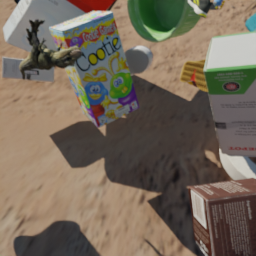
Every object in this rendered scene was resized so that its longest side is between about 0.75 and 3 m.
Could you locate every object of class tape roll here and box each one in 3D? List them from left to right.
[{"bbox_3d":[3.876,0.869,7.976,2.452,0.448,2.452,4,45,-4],"label":"tape roll"}]

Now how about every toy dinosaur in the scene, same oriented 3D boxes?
[{"bbox_3d":[-1.699,-1.475,5.305,0.497,0.923,2.095,-17,12,-43],"label":"toy dinosaur"}]

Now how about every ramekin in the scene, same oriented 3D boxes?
[{"bbox_3d":[1.198,-3.955,8.708,1.188,2.433,2.433,-20,51,-39],"label":"ramekin"}]

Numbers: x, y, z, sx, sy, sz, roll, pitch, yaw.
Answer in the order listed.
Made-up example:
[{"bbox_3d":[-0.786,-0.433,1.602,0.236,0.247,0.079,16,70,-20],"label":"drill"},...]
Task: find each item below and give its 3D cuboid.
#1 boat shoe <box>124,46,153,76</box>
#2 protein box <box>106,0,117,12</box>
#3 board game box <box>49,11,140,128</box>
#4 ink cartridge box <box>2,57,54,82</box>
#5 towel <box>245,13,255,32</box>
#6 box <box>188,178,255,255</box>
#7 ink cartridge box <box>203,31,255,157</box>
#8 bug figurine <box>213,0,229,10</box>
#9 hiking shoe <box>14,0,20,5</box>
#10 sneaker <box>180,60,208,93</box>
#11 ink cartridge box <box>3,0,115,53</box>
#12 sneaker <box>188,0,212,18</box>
[{"bbox_3d":[0.205,-1.792,7.640,0.684,1.959,0.694,-41,98,-24],"label":"boat shoe"},{"bbox_3d":[-1.684,-4.570,8.917,2.005,2.019,1.362,10,61,39],"label":"protein box"},{"bbox_3d":[-0.716,-1.315,6.279,1.143,2.180,1.123,-28,31,-16],"label":"board game box"},{"bbox_3d":[-2.967,-1.714,8.365,1.409,0.594,1.029,2,9,-21],"label":"ink cartridge box"},{"bbox_3d":[3.883,-2.663,6.616,1.773,0.262,2.417,-37,27,25],"label":"towel"},{"bbox_3d":[1.845,1.537,4.798,1.302,1.080,1.069,-7,89,-2],"label":"box"},{"bbox_3d":[2.501,-0.514,5.182,1.738,2.381,1.001,0,51,26],"label":"ink cartridge box"},{"bbox_3d":[2.989,-4.196,7.739,0.464,1.802,1.397,29,70,-7],"label":"bug figurine"},{"bbox_3d":[-3.183,-4.385,9.999,1.655,0.616,0.718,4,22,-40],"label":"hiking shoe"},{"bbox_3d":[2.192,-1.329,7.301,0.973,0.809,2.159,9,17,-16],"label":"sneaker"},{"bbox_3d":[-1.640,-3.087,7.652,2.275,2.842,0.672,16,40,-50],"label":"ink cartridge box"},{"bbox_3d":[1.722,-2.929,6.553,0.360,0.410,0.968,17,40,-27],"label":"sneaker"}]
